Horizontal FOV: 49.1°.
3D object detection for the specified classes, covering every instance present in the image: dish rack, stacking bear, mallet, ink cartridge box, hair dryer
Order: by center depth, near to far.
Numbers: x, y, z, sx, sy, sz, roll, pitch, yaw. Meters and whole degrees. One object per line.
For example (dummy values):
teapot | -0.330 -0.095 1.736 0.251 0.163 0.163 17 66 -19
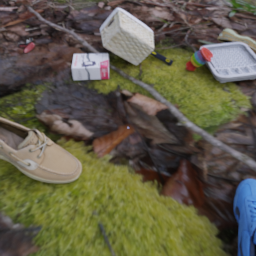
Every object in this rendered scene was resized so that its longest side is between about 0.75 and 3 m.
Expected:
stacking bear | 2.634 -2.550 10.708 0.581 1.022 0.621 43 47 -9
ink cartridge box | -1.433 -2.347 10.736 1.367 0.576 0.990 -2 45 -2
dish rack | 3.997 -2.519 10.917 2.001 0.508 2.331 -8 46 -3
mallet | 0.889 -3.315 11.660 2.376 0.489 0.782 27 84 19
hair dryer | -4.435 -3.506 12.180 0.755 0.269 0.992 -23 43 2

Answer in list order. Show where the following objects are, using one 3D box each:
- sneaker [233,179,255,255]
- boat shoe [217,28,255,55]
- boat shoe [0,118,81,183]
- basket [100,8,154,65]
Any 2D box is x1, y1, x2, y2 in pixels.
sneaker | 2.842 2.140 5.961 0.955 1.135 2.896 9 45 12
boat shoe | 4.705 -3.515 11.943 0.744 0.700 1.954 -47 58 -6
boat shoe | -2.490 0.558 7.105 2.856 0.921 1.018 23 49 -10
basket | -0.023 -3.411 10.735 1.843 1.249 1.137 23 47 -33
